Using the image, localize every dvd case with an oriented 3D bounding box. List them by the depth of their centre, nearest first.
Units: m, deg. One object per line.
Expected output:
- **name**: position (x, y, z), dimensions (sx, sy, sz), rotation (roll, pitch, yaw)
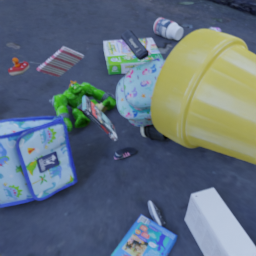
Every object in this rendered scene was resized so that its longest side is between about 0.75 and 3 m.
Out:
- **dvd case**: position (-0.613, -0.205, 6.021), dimensions (0.109, 0.995, 0.726), rotation (-39, 28, 11)

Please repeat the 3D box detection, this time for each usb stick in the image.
- **usb stick**: position (0.176, -2.395, 8.032), dimensions (0.370, 0.217, 1.333), rotation (-31, 53, 2)

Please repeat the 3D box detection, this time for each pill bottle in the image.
- **pill bottle**: position (2.257, -5.460, 15.585), dimensions (0.929, 0.929, 1.553), rotation (-30, 49, -30)

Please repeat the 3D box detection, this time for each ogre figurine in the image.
- **ogre figurine**: position (-1.726, -0.857, 10.126), dimensions (2.494, 1.223, 1.495), rotation (-41, 72, -20)

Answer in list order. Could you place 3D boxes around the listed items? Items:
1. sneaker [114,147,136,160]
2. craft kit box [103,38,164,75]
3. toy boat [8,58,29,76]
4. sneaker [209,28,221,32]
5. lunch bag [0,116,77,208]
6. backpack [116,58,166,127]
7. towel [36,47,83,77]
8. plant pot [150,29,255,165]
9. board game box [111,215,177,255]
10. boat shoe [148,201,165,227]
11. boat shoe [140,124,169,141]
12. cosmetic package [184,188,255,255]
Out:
- **sneaker**: position (-0.112, 0.804, 8.787), dimensions (0.785, 0.322, 0.275), rotation (-6, 52, -36)
- **craft kit box**: position (0.186, -3.536, 13.634), dimensions (2.583, 0.635, 2.616), rotation (-8, 41, -6)
- **toy boat**: position (-4.172, -2.347, 10.528), dimensions (0.573, 0.574, 0.879), rotation (-5, 36, 17)
- **sneaker**: position (5.138, -5.522, 16.077), dimensions (0.618, 0.393, 1.084), rotation (-5, 41, -11)
- **lunch bag**: position (-2.623, 0.808, 7.233), dimensions (2.320, 1.973, 1.478), rotation (-10, 24, -7)
- **backpack**: position (0.611, -1.019, 8.557), dimensions (2.043, 1.538, 1.814), rotation (-16, 66, 25)
- **towel**: position (-2.030, -1.963, 8.362), dimensions (0.882, 1.205, 0.180), rotation (5, 57, -61)
- **plant pot**: position (2.521, -0.529, 6.710), dimensions (2.972, 2.972, 2.796), rotation (-32, 49, -31)
- **board game box**: position (0.357, 2.800, 6.454), dimensions (1.024, 0.303, 1.347), rotation (25, 46, 26)
- **boat shoe**: position (0.743, 2.202, 7.199), dimensions (0.250, 0.264, 0.754), rotation (-9, 42, -18)
- **boat shoe**: position (1.632, -0.629, 9.738), dimensions (0.929, 1.085, 2.965), rotation (15, 49, 38)
- **cosmetic package**: position (2.189, 2.704, 5.950), dimensions (0.685, 1.116, 2.704), rotation (-13, 43, -14)
